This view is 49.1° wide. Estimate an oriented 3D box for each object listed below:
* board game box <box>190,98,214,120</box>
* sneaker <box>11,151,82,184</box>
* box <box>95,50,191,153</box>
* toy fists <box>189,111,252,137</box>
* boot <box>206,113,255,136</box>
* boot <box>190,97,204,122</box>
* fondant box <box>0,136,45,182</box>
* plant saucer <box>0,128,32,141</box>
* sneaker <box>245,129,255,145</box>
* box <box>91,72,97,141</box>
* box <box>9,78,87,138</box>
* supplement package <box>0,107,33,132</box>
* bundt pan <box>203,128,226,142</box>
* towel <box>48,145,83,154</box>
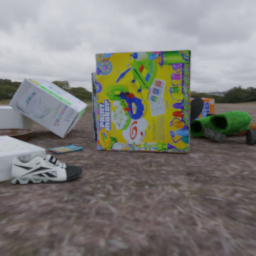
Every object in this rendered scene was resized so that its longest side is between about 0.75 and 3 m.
[{"bbox_3d":[3.559,-0.814,14.908,1.494,1.494,1.495,-1,7,-7],"label":"board game box"},{"bbox_3d":[-1.641,0.779,5.714,1.418,0.628,0.525,-1,6,-16],"label":"sneaker"},{"bbox_3d":[0.557,-0.846,9.085,2.867,2.977,1.816,1,7,11],"label":"box"},{"bbox_3d":[3.538,-0.102,10.795,1.316,0.888,2.582,-13,-3,-23],"label":"toy fists"},{"bbox_3d":[5.027,-0.193,12.593,2.533,0.867,2.385,-1,7,-15],"label":"boot"},{"bbox_3d":[2.022,-0.457,11.007,0.670,1.919,1.264,44,-10,-23],"label":"boot"},{"bbox_3d":[-3.022,0.661,6.409,1.940,0.565,1.400,9,10,41],"label":"fondant box"},{"bbox_3d":[-4.775,0.319,10.422,2.326,0.373,2.326,1,7,0],"label":"plant saucer"},{"bbox_3d":[4.579,0.313,10.028,0.641,0.536,1.412,13,15,20],"label":"sneaker"},{"bbox_3d":[-0.462,-0.827,10.604,1.732,2.536,0.478,-4,8,-13],"label":"box"},{"bbox_3d":[-3.281,-0.937,12.092,2.468,1.352,2.797,32,8,-6],"label":"box"},{"bbox_3d":[-5.362,-0.331,12.249,2.030,1.191,1.187,0,7,4],"label":"supplement package"},{"bbox_3d":[3.136,0.288,10.253,0.819,0.307,0.819,21,1,0],"label":"bundt pan"},{"bbox_3d":[-1.941,0.667,8.703,0.887,0.096,0.650,-6,9,-40],"label":"towel"}]
